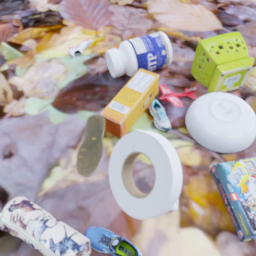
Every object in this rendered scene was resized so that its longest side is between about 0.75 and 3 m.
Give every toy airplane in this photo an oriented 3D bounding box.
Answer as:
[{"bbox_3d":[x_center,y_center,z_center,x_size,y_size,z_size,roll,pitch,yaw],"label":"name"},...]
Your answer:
[{"bbox_3d":[1.985,-1.335,11.408,1.877,0.345,1.877,-5,39,4],"label":"toy airplane"}]

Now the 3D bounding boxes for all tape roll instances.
[{"bbox_3d":[0.382,1.254,7.635,0.436,2.386,2.386,3,42,-45],"label":"tape roll"}]

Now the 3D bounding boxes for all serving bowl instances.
[{"bbox_3d":[3.525,-0.404,10.413,2.648,0.871,2.648,0,52,0],"label":"serving bowl"}]

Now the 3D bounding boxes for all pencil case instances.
[{"bbox_3d":[-2.330,2.933,7.710,2.647,1.184,1.030,26,91,17],"label":"pencil case"}]

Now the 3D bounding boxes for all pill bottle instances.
[{"bbox_3d":[0.426,-3.043,11.979,2.560,1.532,1.532,-19,56,-12],"label":"pill bottle"}]

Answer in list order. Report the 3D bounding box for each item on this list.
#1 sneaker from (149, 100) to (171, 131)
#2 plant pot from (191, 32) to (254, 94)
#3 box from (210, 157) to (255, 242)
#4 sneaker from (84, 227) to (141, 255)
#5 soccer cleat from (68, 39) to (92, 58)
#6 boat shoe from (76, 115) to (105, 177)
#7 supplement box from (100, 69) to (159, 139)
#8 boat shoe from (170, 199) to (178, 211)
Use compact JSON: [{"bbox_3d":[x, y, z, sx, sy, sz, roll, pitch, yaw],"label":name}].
[{"bbox_3d":[1.189,-0.482,10.635,0.532,0.592,1.372,-19,56,-14],"label":"sneaker"},{"bbox_3d":[3.855,-2.502,11.412,1.865,1.856,1.692,-15,59,-9],"label":"plant pot"},{"bbox_3d":[3.819,2.136,8.760,1.644,0.454,2.407,-9,54,-7],"label":"box"},{"bbox_3d":[-0.420,3.190,7.786,1.724,0.769,0.677,19,55,14],"label":"sneaker"},{"bbox_3d":[-2.209,-3.746,13.211,1.310,0.450,0.558,-32,69,-19],"label":"soccer cleat"},{"bbox_3d":[-1.124,0.618,8.886,0.752,0.706,2.090,8,61,1],"label":"boat shoe"},{"bbox_3d":[0.143,-0.997,10.798,0.999,0.966,2.904,27,57,22],"label":"supplement box"},{"bbox_3d":[1.424,1.966,8.943,0.496,0.504,1.421,23,48,-17],"label":"boat shoe"}]
